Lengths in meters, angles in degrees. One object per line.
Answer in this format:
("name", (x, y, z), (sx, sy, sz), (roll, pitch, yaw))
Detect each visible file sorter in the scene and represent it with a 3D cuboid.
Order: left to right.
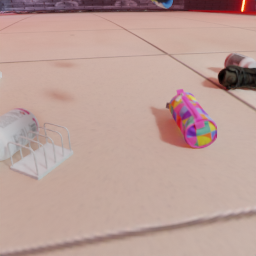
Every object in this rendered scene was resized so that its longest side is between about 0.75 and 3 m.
("file sorter", (-1.819, 0.423, 5.887), (0.770, 0.691, 1.110), (14, 30, 24))

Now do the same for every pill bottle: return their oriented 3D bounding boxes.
("pill bottle", (-2.720, 0.194, 6.162), (0.836, 0.836, 1.474), (9, 28, 16))
("pill bottle", (4.681, -2.552, 11.513), (0.821, 0.821, 1.417), (-8, 29, -16))

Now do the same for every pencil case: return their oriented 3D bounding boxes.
("pencil case", (1.575, -0.277, 7.111), (0.865, 0.865, 1.956), (-3, 28, -5))

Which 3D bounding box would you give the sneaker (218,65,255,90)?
("sneaker", (4.216, -1.723, 9.911), (2.263, 0.865, 1.296), (20, 35, 39))

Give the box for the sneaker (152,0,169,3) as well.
("sneaker", (0.573, -1.959, 2.792), (0.860, 0.957, 2.326), (15, 9, -28))

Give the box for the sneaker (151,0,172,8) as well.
("sneaker", (0.851, -2.995, 5.232), (0.574, 1.553, 0.639), (-13, 59, -27))
